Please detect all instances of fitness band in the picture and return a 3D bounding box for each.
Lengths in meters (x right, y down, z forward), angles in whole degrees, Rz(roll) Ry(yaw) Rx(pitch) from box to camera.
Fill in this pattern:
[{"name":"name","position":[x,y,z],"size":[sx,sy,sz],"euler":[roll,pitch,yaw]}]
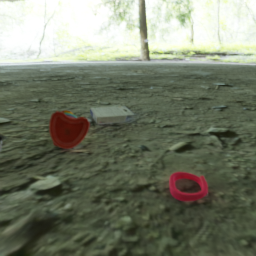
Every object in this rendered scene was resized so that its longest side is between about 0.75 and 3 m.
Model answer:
[{"name":"fitness band","position":[1.637,1.587,7.677],"size":[0.996,0.260,1.387],"euler":[-1,17,6]}]

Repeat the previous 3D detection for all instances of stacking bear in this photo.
[{"name":"stacking bear","position":[-2.455,-0.086,11.014],"size":[1.394,1.305,2.295],"euler":[14,8,-19]}]

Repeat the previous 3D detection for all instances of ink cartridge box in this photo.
[{"name":"ink cartridge box","position":[-0.840,-0.686,14.427],"size":[1.947,0.422,1.912],"euler":[-3,18,-16]}]

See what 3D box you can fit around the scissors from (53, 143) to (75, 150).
[{"name":"scissors","position":[-2.463,0.708,10.686],"size":[0.417,0.079,1.139],"euler":[-11,22,-37]}]

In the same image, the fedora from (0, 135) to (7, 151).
[{"name":"fedora","position":[-4.886,0.705,9.667],"size":[1.490,0.673,1.318],"euler":[4,17,22]}]
